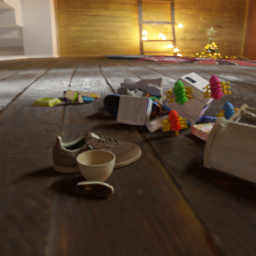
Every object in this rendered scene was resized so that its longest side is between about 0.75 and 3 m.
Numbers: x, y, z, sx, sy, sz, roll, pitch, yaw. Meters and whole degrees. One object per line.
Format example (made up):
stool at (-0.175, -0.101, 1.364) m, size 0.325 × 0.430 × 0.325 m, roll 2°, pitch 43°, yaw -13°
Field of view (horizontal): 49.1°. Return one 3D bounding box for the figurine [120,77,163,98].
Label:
figurine at (0.661, -1.999, 13.489) m, size 1.983 × 0.875 × 2.032 m, roll 6°, pitch 3°, yaw 8°

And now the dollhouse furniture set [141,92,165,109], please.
dollhouse furniture set at (1.289, -1.168, 14.363) m, size 1.492 × 0.728 × 1.272 m, roll 27°, pitch 18°, yaw 1°

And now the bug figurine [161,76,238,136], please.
bug figurine at (2.465, -0.734, 9.667) m, size 2.761 × 2.141 × 0.710 m, roll -7°, pitch 34°, yaw 13°

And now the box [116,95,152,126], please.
box at (0.261, -0.690, 11.365) m, size 1.215 × 1.117 × 0.637 m, roll 8°, pitch -3°, yaw 20°

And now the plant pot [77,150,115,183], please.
plant pot at (-0.811, 1.044, 7.160) m, size 0.950 × 0.638 × 0.950 m, roll 0°, pitch 18°, yaw 0°

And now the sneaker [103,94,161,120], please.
sneaker at (0.179, -0.926, 12.706) m, size 2.766 × 1.042 × 1.085 m, roll 14°, pitch 15°, yaw 14°

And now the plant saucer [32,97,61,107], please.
plant saucer at (-4.362, -1.408, 14.957) m, size 1.130 × 0.271 × 1.132 m, roll 5°, pitch 19°, yaw 16°

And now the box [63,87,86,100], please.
box at (-3.037, -1.970, 16.128) m, size 1.106 × 0.580 × 1.017 m, roll 1°, pitch 20°, yaw 5°

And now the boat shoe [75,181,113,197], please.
boat shoe at (-0.767, 1.389, 6.633) m, size 0.928 × 0.343 × 0.343 m, roll 5°, pitch 13°, yaw 15°

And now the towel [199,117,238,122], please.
towel at (3.871, -0.359, 11.382) m, size 1.724 × 0.206 × 1.248 m, roll 1°, pitch -1°, yaw 4°

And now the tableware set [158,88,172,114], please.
tableware set at (2.439, -1.161, 13.768) m, size 1.614 × 0.489 × 2.442 m, roll 25°, pitch 30°, yaw 10°

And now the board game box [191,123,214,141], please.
board game box at (3.264, 0.130, 10.309) m, size 1.467 × 0.340 × 1.111 m, roll -7°, pitch 20°, yaw -21°

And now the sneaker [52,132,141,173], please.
sneaker at (-0.817, 0.596, 7.938) m, size 2.602 × 0.983 × 0.917 m, roll -8°, pitch 20°, yaw -22°

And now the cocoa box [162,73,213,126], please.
cocoa box at (2.706, -1.271, 11.875) m, size 1.487 × 1.464 × 2.230 m, roll 36°, pitch 27°, yaw 13°

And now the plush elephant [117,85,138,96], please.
plush elephant at (-0.009, -1.552, 13.864) m, size 1.160 × 1.234 × 1.498 m, roll -23°, pitch 21°, yaw 47°

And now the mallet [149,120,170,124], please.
mallet at (1.238, -0.281, 11.606) m, size 1.890 × 0.389 × 0.623 m, roll 6°, pitch 20°, yaw 27°

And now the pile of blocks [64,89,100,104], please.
pile of blocks at (-2.522, -1.575, 15.208) m, size 2.007 × 0.824 × 0.624 m, roll 1°, pitch -26°, yaw -25°

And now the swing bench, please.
swing bench at (3.662, 0.444, 7.647) m, size 2.273 × 1.482 × 2.285 m, roll 18°, pitch 26°, yaw 41°

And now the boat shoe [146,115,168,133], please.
boat shoe at (1.194, -0.162, 11.075) m, size 1.276 × 0.426 × 0.469 m, roll -23°, pitch 8°, yaw -36°

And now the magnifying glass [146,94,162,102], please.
magnifying glass at (1.395, -1.695, 15.998) m, size 0.699 × 0.197 × 1.757 m, roll -6°, pitch 22°, yaw -17°
